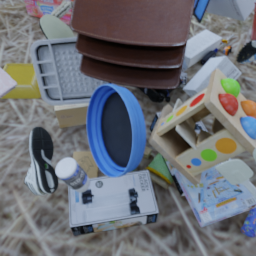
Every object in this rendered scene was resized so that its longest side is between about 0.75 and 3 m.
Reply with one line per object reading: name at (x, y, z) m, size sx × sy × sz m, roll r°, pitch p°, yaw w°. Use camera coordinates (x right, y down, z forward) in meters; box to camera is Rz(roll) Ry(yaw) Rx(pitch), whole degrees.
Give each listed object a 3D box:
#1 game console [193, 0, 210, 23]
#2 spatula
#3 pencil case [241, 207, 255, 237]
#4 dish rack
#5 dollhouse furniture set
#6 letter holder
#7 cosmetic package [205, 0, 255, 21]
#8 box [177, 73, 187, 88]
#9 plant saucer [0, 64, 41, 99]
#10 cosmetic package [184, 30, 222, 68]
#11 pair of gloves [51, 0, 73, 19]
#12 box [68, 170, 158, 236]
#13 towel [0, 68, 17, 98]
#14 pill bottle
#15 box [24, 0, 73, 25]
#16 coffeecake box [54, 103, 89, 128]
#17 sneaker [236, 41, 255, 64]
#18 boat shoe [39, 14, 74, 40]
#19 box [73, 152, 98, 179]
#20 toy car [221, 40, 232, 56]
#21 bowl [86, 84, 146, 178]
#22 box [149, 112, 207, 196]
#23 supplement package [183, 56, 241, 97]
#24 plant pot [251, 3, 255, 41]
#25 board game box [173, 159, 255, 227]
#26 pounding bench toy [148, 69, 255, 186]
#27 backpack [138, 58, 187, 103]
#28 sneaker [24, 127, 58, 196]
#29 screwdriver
game console at (2.039, -3.886, 8.599) m, size 0.843 × 0.988 × 0.584 m, roll 21°, pitch 46°, yaw 4°
spatula at (2.831, 0.845, 5.219) m, size 1.649 × 2.372 × 0.190 m, roll -36°, pitch 41°, yaw 19°
pencil case at (3.416, 2.469, 7.580) m, size 0.376 × 0.418 × 0.963 m, roll 37°, pitch 59°, yaw 10°
dish rack at (-1.517, -1.659, 8.137) m, size 2.258 × 1.938 × 0.492 m, roll -3°, pitch 27°, yaw 6°
dollhouse furniture set at (0.766, 0.898, 8.545) m, size 1.740 × 0.873 × 1.140 m, roll 27°, pitch 52°, yaw 20°
letter holder at (0.046, -1.934, 6.349) m, size 2.527 × 1.271 × 1.796 m, roll 10°, pitch 89°, yaw 8°
cosmetic package at (2.974, -4.365, 9.204) m, size 0.786 × 1.118 × 2.205 m, roll -54°, pitch 47°, yaw 2°
box at (1.904, -1.970, 11.390) m, size 0.923 × 0.223 × 0.731 m, roll 8°, pitch 51°, yaw 6°
plant saucer at (-4.339, -1.993, 11.260) m, size 1.922 × 0.466 × 1.922 m, roll 0°, pitch 51°, yaw 0°
cosmetic package at (3.081, -3.543, 12.468) m, size 2.254 × 0.571 × 0.930 m, roll -35°, pitch 59°, yaw -26°
pair of gloves at (-1.699, -4.246, 9.258) m, size 2.055 × 0.360 × 1.748 m, roll -44°, pitch 32°, yaw -2°
box at (-0.434, 2.042, 7.747) m, size 2.312 × 0.695 × 1.348 m, roll -6°, pitch 51°, yaw -6°
towel at (-3.632, -1.090, 6.568) m, size 1.453 × 0.234 × 1.387 m, roll 43°, pitch 60°, yaw 5°
pill bottle at (-1.107, 0.995, 5.750) m, size 0.455 × 0.801 × 0.455 m, roll -11°, pitch 52°, yaw 14°
box at (-3.785, -6.429, 14.326) m, size 2.803 × 1.438 × 1.327 m, roll 19°, pitch 53°, yaw 13°
coffeecake box at (-1.702, -1.394, 10.436) m, size 1.998 × 0.951 × 2.603 m, roll -9°, pitch 51°, yaw -7°
sneaker at (4.308, -2.471, 8.684) m, size 0.762 × 2.103 × 0.756 m, roll 24°, pitch 67°, yaw -24°
boat shoe at (-1.891, -2.459, 8.739) m, size 0.723 × 2.306 × 0.844 m, roll -2°, pitch 53°, yaw 49°
box at (-1.363, 1.194, 8.838) m, size 0.847 × 0.110 × 1.036 m, roll 1°, pitch 51°, yaw 1°
toy car at (4.349, -3.656, 12.396) m, size 0.333 × 0.999 × 0.490 m, roll 25°, pitch 71°, yaw 35°
bowl at (-0.308, 0.064, 6.123) m, size 0.396 × 2.015 × 2.015 m, roll -6°, pitch 47°, yaw -33°
box at (1.853, 0.666, 8.615) m, size 1.529 × 0.788 × 2.622 m, roll -4°, pitch 50°, yaw -23°
supplement package at (2.433, -1.366, 8.276) m, size 0.720 × 1.011 × 1.299 m, roll 42°, pitch 91°, yaw -13°
plant pot at (3.889, -2.908, 7.746) m, size 0.997 × 0.970 × 0.997 m, roll 4°, pitch 24°, yaw -2°
board game box at (2.038, 1.397, 6.607) m, size 1.455 × 0.299 × 1.451 m, roll -13°, pitch 55°, yaw -14°
pounding bench toy at (1.772, -0.287, 5.969) m, size 1.387 × 1.742 × 2.233 m, roll 44°, pitch 39°, yaw -11°
backpack at (0.863, -2.557, 10.470) m, size 1.923 × 2.496 × 2.378 m, roll -41°, pitch 43°, yaw -18°
sneaker at (-2.277, 0.853, 6.802) m, size 0.622 × 0.948 × 1.647 m, roll 4°, pitch 68°, yaw -51°
screwdriver at (4.086, -3.669, 12.655) m, size 0.416 × 0.399 × 2.860 m, roll 45°, pitch 62°, yaw -4°
